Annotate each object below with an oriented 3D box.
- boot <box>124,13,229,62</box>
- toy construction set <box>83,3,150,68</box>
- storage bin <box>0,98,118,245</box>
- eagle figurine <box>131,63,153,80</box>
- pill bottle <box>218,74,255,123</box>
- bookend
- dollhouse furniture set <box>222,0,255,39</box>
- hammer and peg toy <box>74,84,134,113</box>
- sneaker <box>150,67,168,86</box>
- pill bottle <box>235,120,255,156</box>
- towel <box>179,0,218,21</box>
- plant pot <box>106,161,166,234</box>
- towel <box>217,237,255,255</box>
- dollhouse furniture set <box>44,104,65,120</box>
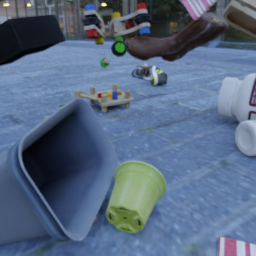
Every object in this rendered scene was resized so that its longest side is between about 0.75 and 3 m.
[{"bbox_3d":[1.395,-2.692,8.125,2.261,0.779,2.426,-4,-6,-33],"label":"boot"},{"bbox_3d":[-0.625,-3.336,8.711,2.028,2.432,1.868,-33,10,-8],"label":"toy construction set"},{"bbox_3d":[-1.418,0.860,4.793,1.723,1.867,2.566,-23,15,19],"label":"storage bin"},{"bbox_3d":[0.958,-3.300,16.406,1.157,1.151,1.525,40,-13,-4],"label":"eagle figurine"},{"bbox_3d":[4.455,-0.788,8.669,2.986,1.687,1.687,13,25,29],"label":"pill bottle"},{"bbox_3d":[-3.306,-2.627,8.598,1.893,0.877,1.905,-13,16,33],"label":"bookend"},{"bbox_3d":[3.534,-3.206,8.132,1.882,1.613,1.979,26,-22,-3],"label":"dollhouse furniture set"},{"bbox_3d":[-0.956,-1.113,10.793,2.020,0.712,1.486,-13,29,-30],"label":"hammer and peg toy"},{"bbox_3d":[1.672,-2.719,15.085,0.869,0.764,2.053,7,31,0],"label":"sneaker"},{"bbox_3d":[3.699,0.199,7.238,1.601,0.899,0.899,-6,22,-15],"label":"pill bottle"},{"bbox_3d":[1.677,-3.209,6.193,0.202,0.986,1.347,-32,-6,-44],"label":"towel"},{"bbox_3d":[0.080,1.224,4.754,0.985,0.985,0.905,7,34,16],"label":"plant pot"},{"bbox_3d":[1.713,1.865,4.101,0.763,0.087,0.550,7,22,18],"label":"towel"},{"bbox_3d":[-2.366,-0.468,9.519,0.930,0.467,0.609,-13,25,-30],"label":"dollhouse furniture set"}]
